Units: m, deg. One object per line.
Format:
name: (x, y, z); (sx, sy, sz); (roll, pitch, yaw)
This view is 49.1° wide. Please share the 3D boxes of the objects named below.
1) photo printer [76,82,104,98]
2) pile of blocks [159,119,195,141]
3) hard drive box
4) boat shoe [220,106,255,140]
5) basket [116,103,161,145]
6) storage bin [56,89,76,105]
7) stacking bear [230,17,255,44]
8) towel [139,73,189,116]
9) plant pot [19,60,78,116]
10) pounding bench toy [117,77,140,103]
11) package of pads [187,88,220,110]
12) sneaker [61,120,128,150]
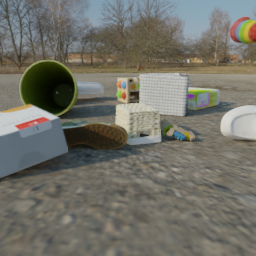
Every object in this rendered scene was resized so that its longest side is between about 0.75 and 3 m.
photo printer: (-2.474, -2.004, 14.912); (2.112, 0.733, 1.757); (-3, 0, -36)
pile of blocks: (1.249, 0.163, 7.509); (1.055, 0.328, 0.433); (25, 55, 14)
hard drive box: (-2.440, 0.192, 5.904); (1.594, 0.785, 2.045); (-21, 23, -30)
boat shoe: (3.697, -0.089, 7.353); (2.549, 0.902, 0.883); (-3, 13, -16)
basket: (0.241, -0.156, 7.694); (0.955, 0.869, 1.409); (-5, 15, -16)
storage bin: (-3.162, -1.647, 13.640); (1.085, 1.001, 1.491); (-10, 18, -36)
stacking bear: (3.317, -2.535, 7.407); (0.654, 0.698, 1.149); (-18, 26, -11)
towel: (1.460, -1.369, 11.174); (1.973, 1.634, 0.844); (6, 10, 22)
plant pot: (-2.855, -1.435, 11.199); (2.083, 2.083, 2.226); (1, 1, 3)
pounding bench toy: (0.084, -2.079, 14.944); (1.531, 1.220, 1.963); (-7, 15, -24)
package of pads: (3.031, -1.427, 13.112); (1.814, 0.801, 2.347); (12, 18, 41)
sneaker: (-0.967, 0.083, 7.065); (2.000, 0.671, 0.898); (-1, 18, 7)
